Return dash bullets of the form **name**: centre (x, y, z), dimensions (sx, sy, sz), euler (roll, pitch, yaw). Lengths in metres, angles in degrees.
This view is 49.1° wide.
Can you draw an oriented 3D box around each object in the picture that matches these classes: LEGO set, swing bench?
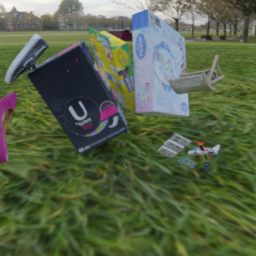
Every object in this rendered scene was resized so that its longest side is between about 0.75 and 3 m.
- **LEGO set**: centre (1.348, 0.498, 6.013), dimensions (1.171, 0.875, 0.287), euler (26, 56, -5)
- **swing bench**: centre (1.565, -1.123, 6.391), dimensions (0.893, 0.583, 0.898), euler (-1, 36, 43)

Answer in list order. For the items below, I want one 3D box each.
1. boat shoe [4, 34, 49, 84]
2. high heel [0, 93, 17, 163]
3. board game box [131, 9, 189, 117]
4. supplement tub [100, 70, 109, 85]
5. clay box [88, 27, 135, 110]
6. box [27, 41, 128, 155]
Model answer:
- **boat shoe**: centre (-2.188, -1.411, 6.090), dimensions (0.418, 1.234, 0.443), euler (37, 1, -13)
- **high heel**: centre (-2.487, -0.030, 5.775), dimensions (0.723, 0.508, 1.507), euler (18, 60, 5)
- **board game box**: centre (1.065, -1.725, 8.505), dimensions (0.591, 2.714, 2.727), euler (-5, -4, 32)
- **supplement tub**: centre (-1.136, -1.187, 8.094), dimensions (1.072, 0.657, 0.657), euler (-30, 25, -2)
- **clay box**: centre (-0.392, -1.823, 8.288), dimensions (0.557, 2.339, 1.344), euler (-31, 44, -16)
- **box**: centre (-1.181, -0.779, 7.157), dimensions (1.457, 2.384, 1.264), euler (-28, 21, 6)
